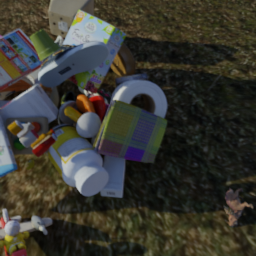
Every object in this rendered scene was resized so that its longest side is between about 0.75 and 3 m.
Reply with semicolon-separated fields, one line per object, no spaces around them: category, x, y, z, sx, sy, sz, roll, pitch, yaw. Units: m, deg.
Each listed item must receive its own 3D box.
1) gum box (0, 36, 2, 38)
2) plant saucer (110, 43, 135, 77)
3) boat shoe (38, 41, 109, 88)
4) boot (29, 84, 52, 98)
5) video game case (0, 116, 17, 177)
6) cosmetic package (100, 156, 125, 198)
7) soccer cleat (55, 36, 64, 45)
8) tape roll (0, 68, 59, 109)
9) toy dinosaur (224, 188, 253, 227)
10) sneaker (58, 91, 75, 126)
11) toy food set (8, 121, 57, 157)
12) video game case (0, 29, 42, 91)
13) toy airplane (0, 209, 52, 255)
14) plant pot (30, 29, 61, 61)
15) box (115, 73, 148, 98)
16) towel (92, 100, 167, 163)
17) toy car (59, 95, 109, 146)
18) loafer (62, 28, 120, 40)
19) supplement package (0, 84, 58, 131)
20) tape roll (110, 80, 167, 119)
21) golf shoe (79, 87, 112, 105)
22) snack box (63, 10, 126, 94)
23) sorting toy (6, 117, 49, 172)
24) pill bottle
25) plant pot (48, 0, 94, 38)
gum box;-6.126;-2.849;11.917;1.476;0.860;2.600;34;59;24
plant saucer;-0.394;-2.714;11.259;0.304;1.715;1.715;-37;60;-24
boat shoe;-1.822;-2.337;8.990;2.567;0.908;1.165;-21;54;19
boot;-2.990;-1.414;9.632;0.789;0.303;0.613;17;62;-30
video game case;-4.237;0.393;7.864;1.736;0.216;2.426;-26;76;6
cosmetic package;-0.462;1.482;8.684;0.686;0.493;1.216;5;51;3
soccer cleat;-3.928;-3.082;11.891;2.820;1.201;0.968;-22;54;-17
tape roll;-4.186;-1.238;10.556;2.959;0.978;2.959;0;51;-1
toy dinosaur;3.049;2.195;8.145;0.781;0.494;1.152;-13;47;-2
sneaker;-2.138;-0.631;9.830;0.562;0.639;1.510;4;64;-23
toy food set;-2.271;0.194;7.069;0.720;1.600;0.764;-41;69;-12
video game case;-4.439;-2.390;10.067;2.494;0.218;1.783;-39;80;-23
toy airplane;-3.002;2.727;7.239;1.640;1.162;1.647;20;35;2
plant pot;-2.481;-2.462;8.207;0.752;0.715;0.752;-28;21;12
box;0.127;-1.561;10.823;1.224;0.969;0.296;-12;52;-8
towel;0.137;0.176;8.528;2.274;1.633;0.259;16;6;-35
toy car;-1.146;-0.302;9.084;1.680;1.920;1.440;31;76;41
loafer;-1.647;-4.223;12.917;2.884;0.908;1.037;-18;45;-12
supplement package;-3.328;-0.350;8.800;1.911;1.144;1.159;-35;19;-1
tape roll;0.321;-0.757;9.452;1.700;1.700;1.168;-13;13;-10
golf shoe;-1.357;-1.170;10.344;1.861;0.718;0.820;29;75;39
snack box;-1.421;-2.659;9.784;1.925;0.772;2.282;35;103;31
sorting toy;-2.910;0.471;8.124;1.166;0.210;1.566;-1;87;-13
pill bottle;-1.563;0.953;8.424;1.266;1.266;2.261;-29;49;-21
plant pot;-2.528;-4.745;11.963;1.663;1.661;1.472;19;55;4
